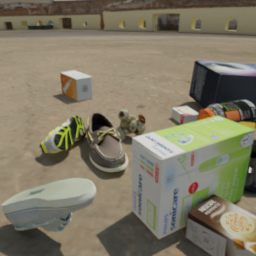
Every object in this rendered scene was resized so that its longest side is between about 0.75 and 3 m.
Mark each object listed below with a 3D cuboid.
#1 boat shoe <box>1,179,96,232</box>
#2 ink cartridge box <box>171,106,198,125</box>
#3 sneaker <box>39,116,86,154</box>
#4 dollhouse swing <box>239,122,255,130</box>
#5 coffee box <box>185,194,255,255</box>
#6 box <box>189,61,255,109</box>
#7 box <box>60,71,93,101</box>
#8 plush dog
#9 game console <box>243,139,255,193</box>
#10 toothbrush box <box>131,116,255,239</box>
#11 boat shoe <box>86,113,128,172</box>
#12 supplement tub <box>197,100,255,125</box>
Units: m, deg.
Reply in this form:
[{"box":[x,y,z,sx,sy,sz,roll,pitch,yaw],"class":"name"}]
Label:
[{"box":[-1.359,1.446,5.004,2.114,0.753,0.737,-16,12,29],"class":"boat shoe"},{"box":[2.175,-0.470,10.708,0.705,0.405,0.972,-8,24,-18],"class":"ink cartridge box"},{"box":[-1.984,0.180,8.715,0.824,0.813,2.156,-18,7,19],"class":"sneaker"},{"box":[2.419,0.301,7.352,1.074,1.222,1.111,24,65,1],"class":"dollhouse swing"},{"box":[1.859,1.890,4.864,0.862,0.601,1.507,-19,30,-38],"class":"coffee box"},{"box":[4.450,-1.649,11.551,2.915,1.796,2.891,1,23,-8],"class":"box"},{"box":[-2.534,-2.078,13.644,0.847,1.081,1.738,-16,28,-33],"class":"box"},{"box":[0.153,-0.063,9.163,0.890,1.036,0.832,20,17,24],"class":"plush dog"},{"box":[3.157,0.883,7.626,1.634,0.334,2.769,11,24,24],"class":"game console"},{"box":[1.311,0.890,5.774,2.385,1.737,1.027,-12,26,-28],"class":"toothbrush box"},{"box":[-0.698,0.334,8.199,1.003,0.831,2.791,-7,23,-14],"class":"boat shoe"},{"box":[3.301,-0.305,9.415,1.793,1.099,1.099,-9,24,-20],"class":"supplement tub"}]
